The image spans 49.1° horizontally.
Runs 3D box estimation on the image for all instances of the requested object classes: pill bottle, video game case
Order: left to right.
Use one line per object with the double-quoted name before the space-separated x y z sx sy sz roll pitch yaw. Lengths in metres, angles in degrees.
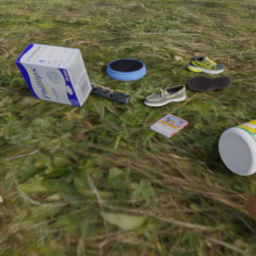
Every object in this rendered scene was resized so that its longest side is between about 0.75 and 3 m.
"video game case" 1.686 -0.100 11.571 0.944 0.115 1.320 28 44 34
"pill bottle" 4.656 0.443 9.490 2.825 1.593 1.593 -16 38 -22

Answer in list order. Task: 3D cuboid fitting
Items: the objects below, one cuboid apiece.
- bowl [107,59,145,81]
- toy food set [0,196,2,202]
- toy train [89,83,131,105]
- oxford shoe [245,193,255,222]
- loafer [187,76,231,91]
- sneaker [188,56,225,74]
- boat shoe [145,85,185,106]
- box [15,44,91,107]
"bowl" -0.117 -3.376 16.010 2.233 0.438 2.233 0 34 0
"toy food set" -4.162 2.134 7.825 0.178 0.718 1.129 5 27 42
"toy train" -1.172 -1.771 13.624 2.992 0.510 0.685 21 28 26
"oxford shoe" 4.080 2.715 6.837 0.988 0.987 2.769 -15 55 -40
"loafer" 4.065 -2.177 14.199 2.129 0.777 0.756 2 -2 5
"sneaker" 4.506 -3.628 15.988 2.059 0.871 0.767 4 36 5
"boat shoe" 1.751 -1.548 13.192 2.137 0.639 0.764 -14 37 -20
"box" -3.290 -2.359 12.688 2.564 2.358 1.345 12 55 17
